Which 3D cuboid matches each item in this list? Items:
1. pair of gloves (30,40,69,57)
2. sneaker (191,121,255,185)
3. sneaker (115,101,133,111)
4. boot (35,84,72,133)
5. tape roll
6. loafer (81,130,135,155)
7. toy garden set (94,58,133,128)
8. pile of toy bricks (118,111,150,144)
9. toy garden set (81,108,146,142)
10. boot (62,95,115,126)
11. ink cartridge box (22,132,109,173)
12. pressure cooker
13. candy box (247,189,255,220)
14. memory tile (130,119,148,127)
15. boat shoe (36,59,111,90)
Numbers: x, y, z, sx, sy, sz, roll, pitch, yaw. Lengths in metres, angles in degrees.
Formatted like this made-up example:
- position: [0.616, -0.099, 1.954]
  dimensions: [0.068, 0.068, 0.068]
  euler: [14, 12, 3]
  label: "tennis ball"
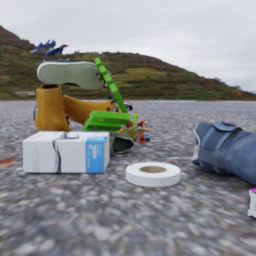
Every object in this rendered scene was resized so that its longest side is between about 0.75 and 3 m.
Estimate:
- position: [-2.465, -2.516, 8.898]
  dimensions: [0.937, 0.133, 1.165]
  euler: [-17, -3, 31]
  label: "pair of gloves"
- position: [2.683, 0.361, 6.206]
  dimensions: [2.915, 1.108, 2.106]
  euler: [-9, 15, -44]
  label: "sneaker"
- position: [-0.214, -0.888, 11.654]
  dimensions: [1.072, 0.379, 0.524]
  euler: [2, 35, -43]
  label: "sneaker"
- position: [-2.209, -0.417, 8.830]
  dimensions: [0.959, 1.952, 2.727]
  euler: [1, 7, 0]
  label: "boot"
- position: [0.493, 0.912, 5.569]
  dimensions: [1.086, 0.198, 1.086]
  euler: [0, 7, 0]
  label: "tape roll"
- position: [-0.627, 0.392, 7.547]
  dimensions: [1.851, 0.696, 0.645]
  euler: [-4, 4, -27]
  label: "loafer"
- position: [-0.477, -0.921, 7.945]
  dimensions: [0.360, 1.502, 1.802]
  euler: [-27, 44, -2]
  label: "toy garden set"
- position: [0.221, -0.097, 9.912]
  dimensions: [1.151, 1.025, 2.075]
  euler: [1, 8, 8]
  label: "pile of toy bricks"
- position: [-0.354, -0.074, 7.991]
  dimensions: [1.815, 0.435, 2.178]
  euler: [4, -19, -19]
  label: "toy garden set"
- position: [-1.440, -0.659, 9.081]
  dimensions: [1.406, 0.691, 1.964]
  euler: [32, -35, -26]
  label: "boot"
- position: [-1.340, 0.527, 6.403]
  dimensions: [1.739, 0.732, 1.257]
  euler: [0, 8, 0]
  label: "ink cartridge box"
- position: [-3.160, -0.529, 12.175]
  dimensions: [1.478, 1.300, 1.320]
  euler: [5, -9, 26]
  label: "pressure cooker"
- position: [2.347, 1.087, 3.499]
  dimensions: [0.900, 0.403, 1.320]
  euler: [-5, 9, -30]
  label: "candy box"
- position: [-0.486, -0.263, 14.135]
  dimensions: [2.710, 0.227, 2.077]
  euler: [-1, 8, -9]
  label: "memory tile"
- position: [-1.642, -1.667, 8.470]
  dimensions: [2.261, 0.845, 0.750]
  euler: [-6, 31, -29]
  label: "boat shoe"
